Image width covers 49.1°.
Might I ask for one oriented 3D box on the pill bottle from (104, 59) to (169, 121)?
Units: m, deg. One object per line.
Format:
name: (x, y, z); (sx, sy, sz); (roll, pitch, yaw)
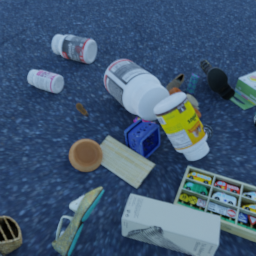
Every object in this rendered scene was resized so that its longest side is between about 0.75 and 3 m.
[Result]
pill bottle: (0.306, -1.573, 11.490); (1.720, 1.720, 2.969); (-19, 37, -19)

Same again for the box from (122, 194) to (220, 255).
box: (1.137, 2.718, 7.723); (2.536, 1.042, 0.867); (11, 44, 13)

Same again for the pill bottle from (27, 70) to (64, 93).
pill bottle: (-3.862, -2.199, 13.078); (1.510, 0.856, 0.856); (17, 46, 18)

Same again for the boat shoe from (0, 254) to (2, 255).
boat shoe: (-3.351, 3.683, 6.726); (2.651, 0.975, 0.866); (23, 67, 39)

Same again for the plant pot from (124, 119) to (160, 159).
plant pot: (0.480, 0.369, 10.205); (0.966, 1.074, 1.074); (29, 54, 34)

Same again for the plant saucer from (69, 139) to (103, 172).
plant saucer: (-1.466, 0.938, 9.800); (1.182, 0.221, 1.182); (4, 69, -11)

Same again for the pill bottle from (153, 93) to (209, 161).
pill bottle: (1.902, -0.004, 9.676); (1.221, 2.235, 1.221); (-30, 13, 8)

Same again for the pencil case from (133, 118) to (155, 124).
pencil case: (0.662, -0.158, 11.269); (0.863, 0.381, 0.381); (15, 45, 16)

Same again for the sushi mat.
sushi mat: (-0.230, 1.139, 9.833); (2.213, 0.134, 1.059); (30, 72, 28)

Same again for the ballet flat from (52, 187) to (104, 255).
ballet flat: (-1.417, 2.431, 7.605); (0.735, 0.735, 2.078); (27, 87, 26)

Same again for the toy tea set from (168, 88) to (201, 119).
toy tea set: (2.171, -0.493, 11.413); (1.598, 0.994, 2.687); (27, 36, -22)

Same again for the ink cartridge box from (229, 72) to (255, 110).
ink cartridge box: (5.817, -1.812, 12.746); (2.516, 0.746, 1.306); (-21, 47, -21)

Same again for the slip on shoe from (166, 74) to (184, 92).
slip on shoe: (2.163, -1.989, 12.734); (0.497, 0.396, 1.308); (41, 61, 11)

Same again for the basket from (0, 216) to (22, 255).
basket: (-3.339, 2.844, 7.686); (0.660, 0.689, 0.925); (-25, 46, -28)

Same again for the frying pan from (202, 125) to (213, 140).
frying pan: (2.566, 0.127, 10.302); (1.084, 0.656, 0.176); (17, 33, 6)

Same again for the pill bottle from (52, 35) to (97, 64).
pill bottle: (-2.886, -4.266, 14.994); (2.170, 1.257, 1.257); (17, 46, 18)

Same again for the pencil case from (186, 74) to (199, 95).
pencil case: (2.937, -1.978, 12.693); (0.373, 0.877, 0.405); (29, 29, 28)

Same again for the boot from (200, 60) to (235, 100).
boot: (3.766, -2.403, 12.635); (0.821, 2.370, 2.064); (-36, 47, 17)

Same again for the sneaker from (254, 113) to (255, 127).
sneaker: (6.299, 0.085, 10.609); (2.997, 1.069, 1.197); (23, 55, 27)

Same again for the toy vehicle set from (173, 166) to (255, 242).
toy vehicle set: (2.926, 2.277, 8.608); (2.748, 0.364, 1.707); (16, 43, 17)

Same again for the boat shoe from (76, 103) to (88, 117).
boat shoe: (-1.892, -0.718, 11.525); (0.268, 0.268, 0.762); (-38, 56, -3)
